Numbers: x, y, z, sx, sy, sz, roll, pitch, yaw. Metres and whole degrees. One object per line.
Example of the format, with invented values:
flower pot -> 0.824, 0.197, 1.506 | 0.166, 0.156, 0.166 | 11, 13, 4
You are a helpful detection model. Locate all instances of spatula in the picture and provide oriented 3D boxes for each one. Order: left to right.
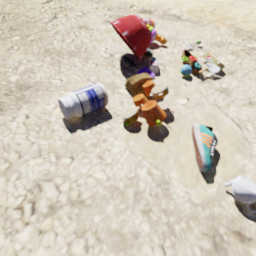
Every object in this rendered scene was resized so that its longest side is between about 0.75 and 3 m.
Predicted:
spatula -> 0.421, -3.043, 14.024 | 0.657, 0.239, 2.325 | -32, 47, -13

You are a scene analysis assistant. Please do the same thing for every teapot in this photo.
teapot -> 3.397, 1.911, 8.210 | 0.883, 0.654, 0.895 | 28, 22, -10

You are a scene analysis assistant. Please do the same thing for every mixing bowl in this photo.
mixing bowl -> 0.320, -4.774, 14.138 | 1.294, 2.388, 2.388 | -40, 47, 7

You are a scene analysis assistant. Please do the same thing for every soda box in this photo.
soda box -> 4.300, -3.363, 14.140 | 0.448, 0.424, 1.324 | 20, 30, -35

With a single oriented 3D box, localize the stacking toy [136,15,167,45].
stacking toy -> 1.161, -5.332, 16.025 | 2.316, 1.344, 1.271 | 23, 60, 5

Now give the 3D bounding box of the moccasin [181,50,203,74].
moccasin -> 3.201, -3.322, 13.967 | 0.632, 0.667, 1.728 | -14, 50, -6

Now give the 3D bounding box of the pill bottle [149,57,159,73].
pill bottle -> 1.298, -3.163, 13.989 | 0.479, 0.479, 0.875 | 2, 42, 2

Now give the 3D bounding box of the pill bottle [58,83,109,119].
pill bottle -> -1.784, -1.057, 11.200 | 1.810, 1.047, 1.047 | -24, 47, -25

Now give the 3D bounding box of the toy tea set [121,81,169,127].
toy tea set -> 0.967, -0.908, 11.366 | 1.669, 1.039, 2.807 | -8, 36, 37

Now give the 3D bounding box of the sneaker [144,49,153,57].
sneaker -> 0.966, -4.004, 15.096 | 0.496, 0.349, 0.934 | -25, 42, -15

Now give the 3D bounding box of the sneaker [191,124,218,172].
sneaker -> 2.702, 0.602, 9.564 | 0.840, 0.750, 2.102 | 1, 42, 3

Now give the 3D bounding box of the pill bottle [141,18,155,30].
pill bottle -> 0.863, -6.280, 17.191 | 1.602, 0.878, 0.878 | 4, 42, 4

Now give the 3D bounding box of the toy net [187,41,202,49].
toy net -> 3.660, -4.729, 15.835 | 1.075, 0.208, 0.564 | -27, 39, -28

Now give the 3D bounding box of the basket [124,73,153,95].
basket -> 0.452, -2.103, 12.574 | 1.095, 0.781, 0.815 | -19, 46, -21

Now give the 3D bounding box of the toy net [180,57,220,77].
toy net -> 3.462, -2.938, 13.561 | 1.893, 0.366, 0.993 | 4, 62, -5
